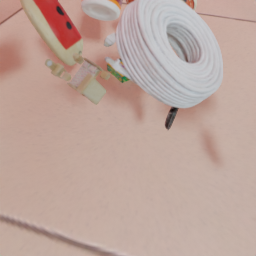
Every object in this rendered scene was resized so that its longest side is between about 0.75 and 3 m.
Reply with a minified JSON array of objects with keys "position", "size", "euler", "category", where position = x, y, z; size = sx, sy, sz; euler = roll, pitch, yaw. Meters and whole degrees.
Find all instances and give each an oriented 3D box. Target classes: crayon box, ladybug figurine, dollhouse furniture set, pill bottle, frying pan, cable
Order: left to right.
[{"position":[-1.915,-2.704,7.337],"size":[0.797,2.214,1.503],"euler":[-31,29,7],"category":"ladybug figurine"},{"position":[-0.841,-0.943,4.653],"size":[1.102,0.488,0.571],"euler":[35,87,29],"category":"dollhouse furniture set"},{"position":[-0.627,-4.254,8.042],"size":[1.126,1.126,1.971],"euler":[10,87,9],"category":"pill bottle"},{"position":[-0.241,-2.011,9.805],"size":[0.575,0.282,0.968],"euler":[-28,53,-24],"category":"crayon box"},{"position":[0.879,-0.223,5.752],"size":[0.166,0.618,1.022],"euler":[23,11,13],"category":"frying pan"},{"position":[0.768,-1.370,4.831],"size":[2.072,0.717,2.072],"euler":[36,53,-18],"category":"cable"}]

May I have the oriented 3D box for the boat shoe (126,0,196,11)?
[{"position":[0.861,-3.860,8.652],"size":[2.411,0.858,0.754],"euler":[23,48,28],"category":"boat shoe"}]
